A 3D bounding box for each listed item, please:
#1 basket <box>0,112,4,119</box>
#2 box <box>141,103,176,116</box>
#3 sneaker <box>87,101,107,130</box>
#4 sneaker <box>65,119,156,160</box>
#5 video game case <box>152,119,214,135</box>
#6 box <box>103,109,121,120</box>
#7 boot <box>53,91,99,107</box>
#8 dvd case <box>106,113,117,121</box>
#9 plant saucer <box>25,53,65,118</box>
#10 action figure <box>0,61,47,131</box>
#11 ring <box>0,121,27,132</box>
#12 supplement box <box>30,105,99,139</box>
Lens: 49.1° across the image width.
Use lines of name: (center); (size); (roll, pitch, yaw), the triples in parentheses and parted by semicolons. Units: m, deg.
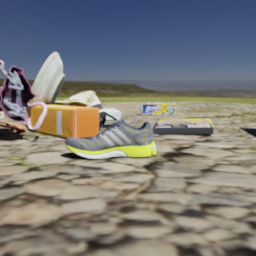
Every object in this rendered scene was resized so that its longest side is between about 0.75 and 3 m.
basket: (-6.840, -0.745, 14.099); (0.932, 0.575, 0.631); (0, 7, 6)
box: (1.696, -1.045, 15.831); (1.943, 0.681, 0.625); (1, 8, 6)
sneaker: (-1.399, -0.169, 9.787); (1.612, 0.902, 0.589); (-36, -12, 36)
sneaker: (-0.377, 0.218, 6.262); (2.038, 0.825, 0.753); (-1, 8, -10)
video game case: (1.936, -0.063, 9.885); (1.976, 0.252, 1.786); (0, 12, 13)
box: (-1.337, -0.692, 14.235); (1.637, 0.432, 2.099); (-2, 7, -11)
boot: (-1.907, -1.033, 12.753); (2.628, 0.947, 2.032); (8, 24, 30)
dvd case: (-0.626, -0.406, 11.012); (0.789, 0.097, 1.106); (32, 0, 24)
plant saucer: (-3.085, -1.543, 10.923); (0.687, 2.739, 2.739); (25, 4, -9)
action figure: (-3.526, -0.990, 8.568); (1.851, 1.665, 2.486); (35, -18, -28)
ring: (-4.450, -0.109, 9.590); (1.861, 0.179, 1.861); (12, 1, 0)
supplement box: (-2.184, -0.255, 9.222); (0.954, 0.986, 2.867); (-6, 7, -45)
